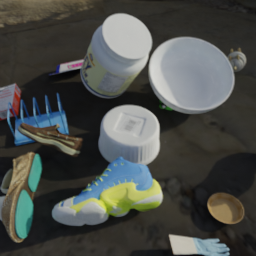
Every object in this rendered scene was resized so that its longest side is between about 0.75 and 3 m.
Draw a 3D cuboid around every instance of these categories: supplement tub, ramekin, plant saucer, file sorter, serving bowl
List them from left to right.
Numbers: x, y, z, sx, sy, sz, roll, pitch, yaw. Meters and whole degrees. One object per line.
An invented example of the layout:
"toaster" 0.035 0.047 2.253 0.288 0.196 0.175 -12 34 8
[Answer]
"file sorter" -2.773 -0.317 8.618 1.588 0.974 1.102 -12 45 -10
"supplement tub" -0.449 -2.251 9.181 1.825 2.517 1.825 8 68 -19
"ramekin" 0.040 0.179 8.172 1.840 0.897 1.840 1 46 -1
"serving bowl" 2.015 -1.642 9.449 2.803 0.922 2.803 2 67 -5
"plant saucer" 2.380 2.003 6.893 0.866 0.153 0.866 1 41 -1

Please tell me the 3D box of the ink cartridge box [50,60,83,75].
"ink cartridge box" -2.173 -2.401 10.929 1.863 0.345 0.882 -20 16 -17

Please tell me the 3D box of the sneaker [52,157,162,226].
"sneaker" -0.537 1.488 6.792 2.587 0.980 1.359 -5 55 -15

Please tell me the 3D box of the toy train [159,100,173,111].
"toy train" 1.440 -1.331 10.116 0.535 0.396 1.896 12 45 -2

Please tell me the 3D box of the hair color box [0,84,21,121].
"hair color box" -4.101 -0.879 9.507 0.700 0.403 1.262 -16 49 4

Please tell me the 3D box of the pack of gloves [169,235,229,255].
"pack of gloves" 1.580 2.821 5.837 1.364 0.269 1.146 8 26 -10

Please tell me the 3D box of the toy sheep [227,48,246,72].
"toy sheep" 4.275 -2.646 11.128 0.816 0.816 1.184 18 50 18

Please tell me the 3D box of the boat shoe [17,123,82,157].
"boat shoe" -2.101 0.172 7.756 1.770 0.655 0.654 25 0 -14

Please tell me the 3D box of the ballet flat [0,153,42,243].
"ballet flat" -2.720 1.645 6.828 0.838 0.905 2.567 -10 34 1
